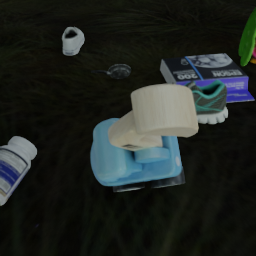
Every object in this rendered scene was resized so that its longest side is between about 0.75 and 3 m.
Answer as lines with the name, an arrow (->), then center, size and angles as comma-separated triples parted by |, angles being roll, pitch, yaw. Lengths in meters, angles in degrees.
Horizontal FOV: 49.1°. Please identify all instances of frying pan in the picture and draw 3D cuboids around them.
frying pan -> -0.545, -2.019, 9.926 | 1.368, 0.828, 0.223 | 5, 64, -27

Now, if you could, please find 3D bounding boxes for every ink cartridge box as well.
ink cartridge box -> 2.703, -1.766, 9.854 | 2.602, 0.570, 2.627 | -6, 40, -7

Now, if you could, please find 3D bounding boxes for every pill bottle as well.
pill bottle -> -2.666, 0.900, 6.137 | 0.811, 0.811, 1.402 | 13, 49, 16

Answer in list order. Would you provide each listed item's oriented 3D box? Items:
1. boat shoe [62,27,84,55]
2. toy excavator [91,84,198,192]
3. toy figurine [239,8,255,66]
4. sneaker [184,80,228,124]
boat shoe -> -2.472, -4.135, 12.657 | 0.910, 0.809, 2.474 | -4, 38, -5
toy excavator -> 0.126, 0.301, 4.752 | 2.828, 2.909, 1.453 | -15, 74, 31
toy figurine -> 5.992, -3.316, 11.163 | 2.470, 2.015, 2.684 | 16, 62, 5
sneaker -> 1.566, -0.740, 7.981 | 2.821, 1.287, 1.094 | -11, 39, -13
